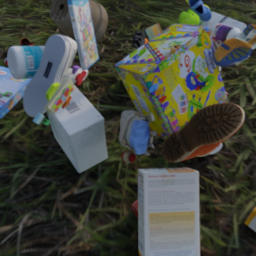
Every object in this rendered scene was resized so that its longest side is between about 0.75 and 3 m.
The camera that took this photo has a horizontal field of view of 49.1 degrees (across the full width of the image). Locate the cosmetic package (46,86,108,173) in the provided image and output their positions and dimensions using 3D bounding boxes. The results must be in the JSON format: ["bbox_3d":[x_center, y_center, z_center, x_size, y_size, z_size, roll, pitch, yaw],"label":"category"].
[{"bbox_3d":[-1.854,0.057,10.018,1.305,2.123,2.117,-28,52,-21],"label":"cosmetic package"}]

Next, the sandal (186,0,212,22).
[{"bbox_3d":[2.544,-4.182,9.948,1.349,0.536,0.588,23,42,-39],"label":"sandal"}]

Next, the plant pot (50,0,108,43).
[{"bbox_3d":[-2.187,-4.653,11.736,2.086,1.810,2.086,-5,79,28],"label":"plant pot"}]

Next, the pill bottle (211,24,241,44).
[{"bbox_3d":[3.275,-3.008,9.156,0.586,0.586,1.052,-25,41,-21],"label":"pill bottle"}]

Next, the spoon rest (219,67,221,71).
[{"bbox_3d":[3.851,-2.661,13.617,1.023,0.624,2.059,20,51,18],"label":"spoon rest"}]

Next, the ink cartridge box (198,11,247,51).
[{"bbox_3d":[3.535,-3.580,10.836,0.792,1.371,1.877,-47,56,-4],"label":"ink cartridge box"}]

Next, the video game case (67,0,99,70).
[{"bbox_3d":[-1.501,-3.283,9.718,0.195,2.193,1.569,-2,27,14],"label":"video game case"}]

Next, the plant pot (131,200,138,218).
[{"bbox_3d":[0.749,2.422,8.608,1.094,1.125,1.125,-32,54,-16],"label":"plant pot"}]

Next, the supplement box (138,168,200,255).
[{"bbox_3d":[1.081,2.361,7.710,1.535,0.895,2.435,0,88,-8],"label":"supplement box"}]

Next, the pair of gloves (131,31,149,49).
[{"bbox_3d":[0.479,-2.535,10.589,0.257,2.082,1.855,6,12,20],"label":"pair of gloves"}]

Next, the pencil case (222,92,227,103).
[{"bbox_3d":[3.264,-1.660,12.454,0.993,0.951,2.296,-37,58,-25],"label":"pencil case"}]

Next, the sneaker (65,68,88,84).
[{"bbox_3d":[-2.752,-2.515,13.255,1.907,0.950,0.714,-28,52,-26],"label":"sneaker"}]

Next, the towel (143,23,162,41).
[{"bbox_3d":[1.195,-3.868,12.084,0.156,1.052,1.435,-12,23,37],"label":"towel"}]

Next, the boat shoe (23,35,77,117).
[{"bbox_3d":[-2.469,-1.617,9.107,1.017,2.868,1.001,33,20,15],"label":"boat shoe"}]

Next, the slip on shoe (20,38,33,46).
[{"bbox_3d":[-5.175,-3.966,14.764,0.839,0.693,2.265,-22,56,-22],"label":"slip on shoe"}]

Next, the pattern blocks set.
[{"bbox_3d":[-1.778,-0.831,7.438,0.149,1.612,1.834,35,95,6],"label":"pattern blocks set"}]

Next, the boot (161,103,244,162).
[{"bbox_3d":[2.118,0.148,7.304,1.311,2.446,0.918,4,61,-37],"label":"boot"}]

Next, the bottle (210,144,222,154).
[{"bbox_3d":[2.739,-0.120,11.061,1.089,0.851,2.607,-14,48,-13],"label":"bottle"}]

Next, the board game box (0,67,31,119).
[{"bbox_3d":[-5.820,-1.709,12.789,2.071,0.501,2.738,16,49,14],"label":"board game box"}]

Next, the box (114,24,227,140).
[{"bbox_3d":[1.363,-1.350,8.404,2.408,2.500,1.525,-37,35,-13],"label":"box"}]

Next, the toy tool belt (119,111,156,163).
[{"bbox_3d":[0.291,0.324,7.999,1.005,1.636,1.021,13,17,40],"label":"toy tool belt"}]

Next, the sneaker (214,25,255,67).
[{"bbox_3d":[3.119,-2.155,8.085,2.037,0.898,0.767,-35,75,-26],"label":"sneaker"}]

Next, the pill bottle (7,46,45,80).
[{"bbox_3d":[-3.078,-2.299,9.804,1.958,1.085,1.085,-13,45,-38],"label":"pill bottle"}]

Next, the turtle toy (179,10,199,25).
[{"bbox_3d":[2.274,-3.129,10.070,1.045,2.067,1.506,-23,26,16],"label":"turtle toy"}]

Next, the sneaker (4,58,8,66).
[{"bbox_3d":[-5.501,-3.128,14.040,1.754,0.625,0.986,-8,64,16],"label":"sneaker"}]

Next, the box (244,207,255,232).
[{"bbox_3d":[4.231,2.993,8.119,1.497,0.891,0.310,35,55,28],"label":"box"}]
